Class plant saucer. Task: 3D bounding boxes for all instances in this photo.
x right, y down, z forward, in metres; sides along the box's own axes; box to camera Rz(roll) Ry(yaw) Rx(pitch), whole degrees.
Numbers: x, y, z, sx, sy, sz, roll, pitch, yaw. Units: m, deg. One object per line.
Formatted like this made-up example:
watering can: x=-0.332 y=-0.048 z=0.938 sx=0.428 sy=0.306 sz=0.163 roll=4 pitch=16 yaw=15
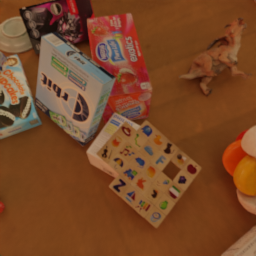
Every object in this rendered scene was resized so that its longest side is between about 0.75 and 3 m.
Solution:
plant saucer: x=-3.863 y=-3.346 z=9.714 sx=1.685 sy=0.423 sz=1.685 roll=0 pitch=63 yaw=1

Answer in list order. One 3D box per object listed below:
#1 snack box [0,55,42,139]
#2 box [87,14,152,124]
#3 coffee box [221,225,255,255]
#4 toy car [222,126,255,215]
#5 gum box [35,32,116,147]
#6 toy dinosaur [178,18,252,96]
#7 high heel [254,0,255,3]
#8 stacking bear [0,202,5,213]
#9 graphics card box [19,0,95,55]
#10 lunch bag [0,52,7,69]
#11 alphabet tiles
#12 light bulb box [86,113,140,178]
snack box: x=-3.696 y=-0.965 z=8.424 sx=1.480 sy=0.473 sz=2.548 roll=-22 pitch=65 yaw=-11
box: x=-0.308 y=-1.765 z=8.291 sx=1.405 sy=1.467 sz=2.942 roll=-10 pitch=63 yaw=-5
coffee box: x=2.518 y=3.343 z=5.819 sx=2.689 sy=1.073 sz=1.520 roll=-32 pitch=67 yaw=-16
toy car: x=3.593 y=0.738 z=6.863 sx=2.547 sy=2.229 sz=1.910 roll=-8 pitch=27 yaw=-5
gum box: x=-1.470 y=-0.889 z=7.109 sx=1.927 sy=2.269 sz=0.505 roll=39 pitch=47 yaw=12
toy dinosaur: x=2.666 y=-2.145 z=8.792 sx=2.590 sy=1.111 sz=1.755 roll=-25 pitch=54 yaw=4
high heel: x=5.878 y=-4.489 z=9.789 sx=0.950 sy=1.353 sz=2.821 roll=-38 pitch=69 yaw=-18
stacking bear: x=-3.474 y=1.809 z=6.995 sx=0.890 sy=0.506 sz=0.541 roll=38 pitch=69 yaw=13
graphics card box: x=-2.205 y=-3.445 z=9.183 sx=2.276 sy=1.428 sz=0.579 roll=-19 pitch=34 yaw=-10
lunch bag: x=-4.108 y=-2.178 z=7.772 sx=1.311 sy=1.051 sz=0.495 roll=30 pitch=87 yaw=-9
alphabet tiles: x=0.403 y=0.943 z=6.711 sx=2.192 sy=0.083 sz=1.833 roll=41 pitch=75 yaw=2
light bulb box: x=-0.148 y=0.570 z=7.412 sx=1.338 sy=0.843 sz=1.350 roll=28 pitch=66 yaw=14
